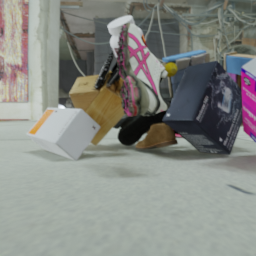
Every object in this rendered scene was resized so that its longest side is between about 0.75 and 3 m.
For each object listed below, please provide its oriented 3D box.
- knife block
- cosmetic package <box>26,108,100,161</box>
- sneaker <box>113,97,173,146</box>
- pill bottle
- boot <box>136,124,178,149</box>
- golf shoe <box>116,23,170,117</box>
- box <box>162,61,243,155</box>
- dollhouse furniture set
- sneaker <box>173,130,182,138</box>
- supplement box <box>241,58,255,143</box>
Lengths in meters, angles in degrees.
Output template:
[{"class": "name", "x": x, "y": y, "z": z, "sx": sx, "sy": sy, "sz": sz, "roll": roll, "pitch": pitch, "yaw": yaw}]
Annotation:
[{"class": "knife block", "x": -0.296, "y": -0.821, "z": 8.383, "sx": 2.534, "sy": 2.886, "sz": 0.923, "roll": -3, "pitch": 41, "yaw": 15}, {"class": "cosmetic package", "x": -1.794, "y": 0.095, "z": 7.452, "sx": 2.116, "sy": 1.073, "sz": 0.754, "roll": 6, "pitch": -34, "yaw": 52}, {"class": "sneaker", "x": 0.585, "y": -0.349, "z": 8.983, "sx": 2.903, "sy": 0.872, "sz": 1.514, "roll": -31, "pitch": 16, "yaw": 28}, {"class": "pill bottle", "x": 0.057, "y": -1.808, "z": 6.498, "sx": 0.778, "sy": 1.377, "sz": 0.778, "roll": -17, "pitch": 35, "yaw": 12}, {"class": "boot", "x": 0.743, "y": 0.263, "z": 7.907, "sx": 0.641, "sy": 0.657, "sz": 1.742, "roll": -10, "pitch": -5, "yaw": -30}, {"class": "golf shoe", "x": 0.234, "y": -1.025, "z": 4.891, "sx": 0.823, "sy": 1.788, "sz": 0.649, "roll": -3, "pitch": -19, "yaw": -13}, {"class": "box", "x": 2.063, "y": -0.462, "z": 7.232, "sx": 1.749, "sy": 1.720, "sz": 1.027, "roll": 36, "pitch": -19, "yaw": -31}, {"class": "dollhouse furniture set", "x": 2.460, "y": -0.869, "z": 8.039, "sx": 2.714, "sy": 2.562, "sz": 1.771, "roll": -13, "pitch": 21, "yaw": -12}, {"class": "sneaker", "x": 1.924, "y": 0.033, "z": 13.107, "sx": 2.577, "sy": 1.018, "sz": 1.229, "roll": 1, "pitch": 14, "yaw": 32}, {"class": "supplement box", "x": 3.242, "y": -0.485, "z": 5.834, "sx": 1.219, "sy": 1.193, "sz": 2.358, "roll": -34, "pitch": -39, "yaw": 0}]
